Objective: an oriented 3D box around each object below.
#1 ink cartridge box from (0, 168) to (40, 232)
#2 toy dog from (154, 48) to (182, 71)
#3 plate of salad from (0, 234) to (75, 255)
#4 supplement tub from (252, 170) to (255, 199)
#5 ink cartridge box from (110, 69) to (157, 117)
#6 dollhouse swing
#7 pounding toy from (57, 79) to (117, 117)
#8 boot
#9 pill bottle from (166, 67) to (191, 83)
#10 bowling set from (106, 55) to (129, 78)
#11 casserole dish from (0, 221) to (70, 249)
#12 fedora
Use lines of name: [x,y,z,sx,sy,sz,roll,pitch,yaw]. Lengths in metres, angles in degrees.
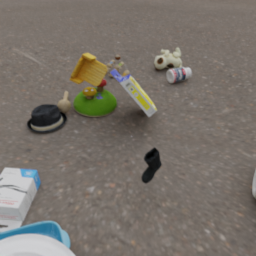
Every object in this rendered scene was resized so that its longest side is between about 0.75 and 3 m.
ink cartridge box: [-3.565,2.140,8.508,1.118,0.654,1.927,3,37,4]
toy dog: [2.260,-3.855,16.467,1.557,1.086,1.510,-10,73,-16]
plate of salad: [-2.292,3.777,5.913,2.903,0.697,2.903,4,53,-5]
supplement tub: [5.404,1.652,8.179,2.995,1.835,1.835,15,39,19]
ink cartridge box: [0.255,-1.653,11.847,0.546,2.325,2.298,-37,11,11]
dollhouse swing: [-1.600,-2.292,11.694,1.070,1.217,1.106,33,20,-3]
pounding toy: [-1.837,-1.578,12.960,2.651,1.230,2.046,2,36,-2]
boot: [0.639,1.133,8.289,0.348,1.062,0.875,31,73,22]
pill bottle: [2.783,-2.897,15.237,1.233,0.738,0.738,-16,39,-19]
bowling set: [-0.796,-3.435,15.684,1.687,1.174,0.905,11,39,21]
casserole dish: [-2.743,3.301,7.005,2.584,0.501,1.565,-11,40,-18]
fedora: [-3.508,-0.514,11.987,1.707,0.779,1.707,0,37,0]
